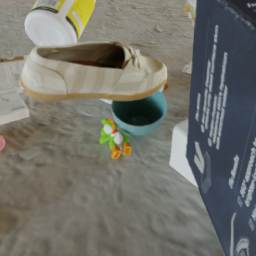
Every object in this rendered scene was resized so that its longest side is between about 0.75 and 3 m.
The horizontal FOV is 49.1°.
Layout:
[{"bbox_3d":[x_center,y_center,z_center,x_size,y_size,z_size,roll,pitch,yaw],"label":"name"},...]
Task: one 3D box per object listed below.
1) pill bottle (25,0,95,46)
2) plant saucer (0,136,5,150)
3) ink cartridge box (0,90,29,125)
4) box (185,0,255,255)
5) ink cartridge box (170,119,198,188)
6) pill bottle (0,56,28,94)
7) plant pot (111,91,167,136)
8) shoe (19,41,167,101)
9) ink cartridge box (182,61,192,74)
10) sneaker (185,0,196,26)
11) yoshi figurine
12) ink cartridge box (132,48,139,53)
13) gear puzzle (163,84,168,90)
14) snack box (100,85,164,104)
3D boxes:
[{"bbox_3d":[-1.438,-2.782,6.463,1.140,1.140,1.994,10,61,13],"label":"pill bottle"},{"bbox_3d":[-3.450,0.374,6.734,0.870,0.221,0.870,-1,36,0],"label":"plant saucer"},{"bbox_3d":[-3.640,-0.525,7.885,1.357,0.303,1.195,-19,41,-25],"label":"ink cartridge box"},{"bbox_3d":[1.834,0.187,2.996,1.688,2.827,2.875,-9,40,-3],"label":"box"},{"bbox_3d":[2.407,0.669,5.557,1.907,1.117,2.639,-23,44,-29],"label":"ink cartridge box"},{"bbox_3d":[-3.893,-1.549,8.593,1.931,1.104,1.104,-13,38,-19],"label":"pill bottle"},{"bbox_3d":[0.260,-0.309,6.977,1.318,0.888,1.318,0,55,0],"label":"plant pot"},{"bbox_3d":[-0.290,-0.826,3.932,2.317,0.619,0.810,-11,53,-34],"label":"shoe"},{"bbox_3d":[2.612,-2.225,10.141,1.169,0.396,0.673,17,39,22],"label":"ink cartridge box"},{"bbox_3d":[1.480,-2.233,5.195,0.684,0.591,1.561,-18,25,14],"label":"sneaker"},{"bbox_3d":[-0.349,0.257,6.773,0.612,0.614,1.092,-40,53,16],"label":"yoshi figurine"},{"bbox_3d":[-0.229,-3.079,11.473,0.970,0.214,0.988,26,45,31],"label":"ink cartridge box"},{"bbox_3d":[0.529,-1.208,8.890,1.723,0.226,0.892,-13,38,-18],"label":"gear puzzle"},{"bbox_3d":[-0.026,-1.282,8.258,1.866,0.631,1.573,26,47,12],"label":"snack box"}]
